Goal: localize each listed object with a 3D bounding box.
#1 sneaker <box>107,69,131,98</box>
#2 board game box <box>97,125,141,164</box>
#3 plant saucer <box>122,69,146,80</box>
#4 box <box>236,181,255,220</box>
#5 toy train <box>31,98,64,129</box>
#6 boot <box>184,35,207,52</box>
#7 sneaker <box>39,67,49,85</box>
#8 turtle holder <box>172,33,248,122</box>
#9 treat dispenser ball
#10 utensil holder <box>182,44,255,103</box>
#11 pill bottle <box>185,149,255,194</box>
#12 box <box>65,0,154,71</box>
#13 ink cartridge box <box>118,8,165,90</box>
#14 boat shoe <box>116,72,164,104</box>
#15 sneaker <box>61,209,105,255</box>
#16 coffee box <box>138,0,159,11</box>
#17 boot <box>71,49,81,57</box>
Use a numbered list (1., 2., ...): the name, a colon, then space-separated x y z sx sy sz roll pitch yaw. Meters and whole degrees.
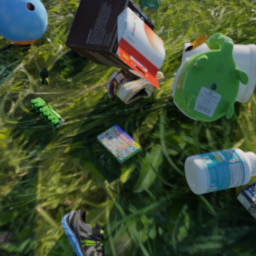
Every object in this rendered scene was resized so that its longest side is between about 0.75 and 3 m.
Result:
1. sneaker: -0.348 -2.046 12.662 0.841 0.699 1.866 7 51 14
2. board game box: -0.372 0.605 10.766 0.995 0.215 1.478 -34 58 -24
3. plant saucer: 0.258 -2.724 13.061 1.712 0.275 1.712 26 30 -17
4. box: 4.990 2.585 8.907 1.877 0.519 2.342 -25 54 -20
5. toy train: -3.374 -0.642 11.712 0.550 0.407 1.952 -30 56 -35
6. boot: 2.371 -2.918 9.785 0.280 0.797 0.571 54 38 -3
7. sneaker: -3.114 -1.969 10.389 0.321 0.823 0.351 3 58 -16
8. turtle holder: 2.329 -1.582 8.829 2.018 2.655 1.886 -9 12 -12
9. treat dispenser ball: -5.541 -5.670 14.418 2.638 2.638 2.638 0 50 0
10. utensil holder: 3.682 -2.384 11.894 2.807 2.385 2.385 7 50 8
11. pill bottle: 3.170 1.406 9.415 2.280 1.263 1.263 -9 51 -9
12. box: -0.693 -3.606 10.892 2.436 2.021 2.000 19 90 34
13. ink cartridge box: 0.433 -2.339 8.179 0.522 1.687 2.081 -35 41 30
14. boat shoe: 0.672 -1.693 12.348 2.442 0.900 0.845 -26 68 -21
15. sneaker: -1.023 3.325 8.055 1.010 0.864 2.437 -33 54 -17
16. coffee box: 0.705 -5.201 10.942 0.771 0.276 1.254 -13 83 -27
17. boot: -2.420 -4.287 14.664 1.290 0.493 1.084 -16 56 -5
